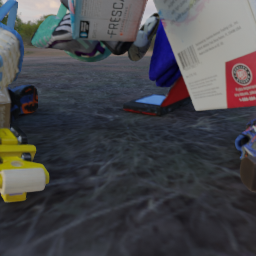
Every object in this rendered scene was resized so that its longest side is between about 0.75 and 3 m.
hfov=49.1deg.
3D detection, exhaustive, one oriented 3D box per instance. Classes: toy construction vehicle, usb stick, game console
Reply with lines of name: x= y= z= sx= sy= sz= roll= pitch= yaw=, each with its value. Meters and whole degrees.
toy construction vehicle: x=-2.495 y=0.689 z=4.432 sx=2.169 sy=0.877 sz=2.491 roll=0 pitch=16 yaw=-39
usb stick: x=-0.807 y=-2.774 z=6.857 sx=2.823 sy=0.783 sz=0.460 roll=49 pitch=18 yaw=28
game console: x=1.371 y=-1.444 z=9.760 sx=2.255 sy=1.553 sz=2.617 roll=12 pitch=20 yaw=32

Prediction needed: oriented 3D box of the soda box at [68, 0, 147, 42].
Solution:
soda box: x=-0.454 y=-2.443 z=4.018 sx=0.902 sy=0.839 sz=2.638 roll=-3 pitch=57 yaw=-15

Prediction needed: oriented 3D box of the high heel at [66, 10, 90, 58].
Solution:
high heel: x=-1.306 y=-3.283 z=8.265 sx=0.792 sy=2.218 sz=1.581 roll=-14 pitch=20 yaw=33

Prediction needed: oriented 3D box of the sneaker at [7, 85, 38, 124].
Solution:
sneaker: x=-3.889 y=-0.687 z=8.486 sx=1.172 sy=1.125 sz=2.988 roll=-5 pitch=7 yaw=11

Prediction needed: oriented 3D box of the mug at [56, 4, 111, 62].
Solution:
mug: x=-1.575 y=-3.546 z=9.671 sx=2.740 sy=2.251 sz=1.694 roll=24 pitch=39 yaw=-24

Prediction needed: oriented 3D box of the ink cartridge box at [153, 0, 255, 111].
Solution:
ink cartridge box: x=1.761 y=-1.993 z=4.014 sx=2.104 sy=2.910 sz=2.114 roll=-25 pitch=8 yaw=-11

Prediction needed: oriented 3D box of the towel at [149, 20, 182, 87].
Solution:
towel: x=1.081 y=-2.504 z=6.610 sx=0.681 sy=2.750 sz=2.031 roll=9 pitch=-10 yaw=-5

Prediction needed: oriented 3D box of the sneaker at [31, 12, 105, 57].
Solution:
sneaker: x=-1.622 y=-2.187 z=7.186 sx=1.136 sy=0.966 sz=2.596 roll=39 pitch=-8 yaw=-36

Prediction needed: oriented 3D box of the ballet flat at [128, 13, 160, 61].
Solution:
ballet flat: x=0.431 y=-2.475 z=7.352 sx=0.532 sy=0.591 sz=1.568 roll=26 pitch=65 yaw=9

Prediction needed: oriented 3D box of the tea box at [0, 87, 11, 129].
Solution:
tea box: x=-3.990 y=-0.881 z=5.990 sx=2.371 sy=1.610 sz=2.410 roll=-10 pitch=61 yaw=-29

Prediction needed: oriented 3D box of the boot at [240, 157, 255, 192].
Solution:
boot: x=2.655 y=0.942 z=3.100 sx=2.152 sy=1.034 sz=2.944 roll=6 pitch=21 yaw=4

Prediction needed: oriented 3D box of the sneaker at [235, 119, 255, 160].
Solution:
sneaker: x=2.642 y=0.230 z=5.910 sx=0.732 sy=0.703 sz=1.865 roll=0 pitch=14 yaw=17

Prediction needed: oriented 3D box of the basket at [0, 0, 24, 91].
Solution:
basket: x=-2.133 y=-1.269 z=4.433 sx=0.952 sy=1.207 sz=1.369 roll=24 pitch=44 yaw=-10
